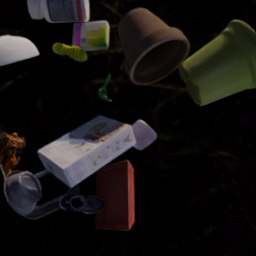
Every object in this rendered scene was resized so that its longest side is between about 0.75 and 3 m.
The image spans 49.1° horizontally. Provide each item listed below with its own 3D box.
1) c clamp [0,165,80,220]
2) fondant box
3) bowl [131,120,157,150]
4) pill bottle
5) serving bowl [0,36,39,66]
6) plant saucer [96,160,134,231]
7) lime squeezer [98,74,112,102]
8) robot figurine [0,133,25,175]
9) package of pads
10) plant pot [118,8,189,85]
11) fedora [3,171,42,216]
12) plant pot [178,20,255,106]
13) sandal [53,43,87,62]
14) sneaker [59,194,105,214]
[{"bbox_3d":[-3.230,2.058,10.296,2.702,0.366,2.309,-17,74,-5],"label":"c clamp"},{"bbox_3d":[-1.388,0.659,9.460,2.707,0.788,1.953,-33,31,-28],"label":"fondant box"},{"bbox_3d":[0.430,0.218,10.245,0.998,0.372,0.996,40,115,-18],"label":"bowl"},{"bbox_3d":[-2.931,-5.225,11.913,2.381,1.424,1.424,-2,73,-1],"label":"pill bottle"},{"bbox_3d":[-4.896,-2.817,10.443,2.880,2.880,0.947,-16,111,-5],"label":"serving bowl"},{"bbox_3d":[-0.437,2.324,9.550,0.394,2.142,2.147,9,70,-33],"label":"plant saucer"},{"bbox_3d":[-0.889,-1.381,11.122,0.675,0.361,1.912,-29,36,17],"label":"lime squeezer"},{"bbox_3d":[-4.308,0.915,10.044,0.447,1.113,1.535,27,93,41],"label":"robot figurine"},{"bbox_3d":[-1.587,-3.907,11.931,1.539,0.525,1.189,-1,73,8],"label":"package of pads"},{"bbox_3d":[0.681,-3.260,10.735,2.552,2.552,2.225,-27,70,-8],"label":"plant pot"},{"bbox_3d":[-3.466,2.118,9.573,0.704,1.378,1.558,-25,95,23],"label":"fedora"},{"bbox_3d":[3.403,-2.158,10.571,2.521,2.742,2.742,-29,75,3],"label":"plant pot"},{"bbox_3d":[-2.422,-3.163,11.753,1.443,0.628,0.574,18,91,-15],"label":"sandal"},{"bbox_3d":[-1.457,2.613,9.550,1.645,0.936,0.621,11,73,-23],"label":"sneaker"}]
